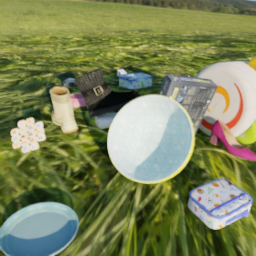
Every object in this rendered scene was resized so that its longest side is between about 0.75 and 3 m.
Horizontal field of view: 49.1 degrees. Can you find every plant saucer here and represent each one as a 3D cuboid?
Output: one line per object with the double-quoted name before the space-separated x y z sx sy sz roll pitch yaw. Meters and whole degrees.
"plant saucer" -1.781 2.093 5.670 1.544 0.212 1.544 1 25 0
"plant saucer" -2.315 -1.306 12.924 1.253 0.318 1.253 -1 24 0

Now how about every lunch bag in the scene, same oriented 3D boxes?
"lunch bag" 0.376 -2.573 15.295 1.609 0.664 1.294 -14 25 -30
"lunch bag" 2.084 1.669 6.276 1.305 0.493 1.045 -15 30 -27

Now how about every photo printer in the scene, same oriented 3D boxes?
"photo printer" -0.667 -0.287 10.594 1.039 0.361 0.864 -9 20 -17

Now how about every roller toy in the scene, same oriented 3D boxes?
"roller toy" 3.508 -0.998 9.466 1.897 2.714 2.476 -13 18 -37

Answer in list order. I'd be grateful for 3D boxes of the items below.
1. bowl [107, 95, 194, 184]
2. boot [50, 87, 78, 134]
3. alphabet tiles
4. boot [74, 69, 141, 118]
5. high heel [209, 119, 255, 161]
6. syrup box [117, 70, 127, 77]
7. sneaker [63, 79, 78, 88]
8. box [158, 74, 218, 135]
"bowl" 0.732 0.417 7.663 2.338 2.338 1.258 13 -12 27
"boot" -2.495 -0.798 10.310 0.716 1.528 1.966 -19 28 -20
"alphabet tiles" -3.175 0.232 8.901 1.059 0.079 1.082 -17 70 -1
"boot" -0.722 -1.429 10.321 2.194 1.641 0.826 -19 8 -9
"high heel" 3.130 0.350 8.279 0.547 0.779 1.621 -5 26 -44
"syrup box" -0.382 -3.300 17.186 0.377 0.364 0.925 -7 26 -15
"sneaker" -2.879 -2.386 15.115 1.266 0.468 0.502 -6 30 -13
"box" 1.656 -0.598 8.921 1.662 2.107 0.538 1 36 -23
